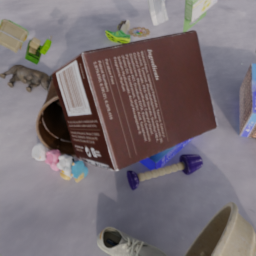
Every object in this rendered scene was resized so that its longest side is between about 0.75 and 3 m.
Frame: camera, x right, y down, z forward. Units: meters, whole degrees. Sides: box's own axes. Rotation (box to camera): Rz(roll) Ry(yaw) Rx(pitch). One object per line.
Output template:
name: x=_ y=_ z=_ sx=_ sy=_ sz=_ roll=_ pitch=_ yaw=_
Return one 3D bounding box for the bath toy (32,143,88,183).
bath toy: x=-2.046 y=0.987 z=8.268 sx=1.790 sy=0.778 sz=0.662 roll=22 pitch=14 yaw=26

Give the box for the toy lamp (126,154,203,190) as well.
toy lamp: x=1.090 y=1.227 z=8.046 sx=2.206 sy=0.642 sz=0.642 roll=-15 pitch=46 yaw=-14

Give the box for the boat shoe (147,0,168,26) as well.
boat shoe: x=1.141 y=-4.998 z=10.665 sx=0.794 sy=2.318 sz=0.835 roll=-15 pitch=48 yaw=5

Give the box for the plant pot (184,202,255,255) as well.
plant pot: x=2.119 y=3.202 z=4.823 sx=2.538 sy=2.772 sz=2.772 roll=36 pitch=54 yaw=17

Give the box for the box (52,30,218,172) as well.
box: x=0.090 y=-0.646 z=6.447 sx=2.747 sy=2.256 sz=2.279 roll=-19 pitch=9 yaw=-26

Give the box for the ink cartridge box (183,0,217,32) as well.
ink cartridge box: x=1.682 y=-2.767 z=6.523 sx=0.871 sy=1.197 sz=0.287 roll=-40 pitch=66 yaw=-10

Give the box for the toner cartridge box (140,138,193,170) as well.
toner cartridge box: x=1.206 y=0.346 z=9.011 sx=1.103 sy=0.501 sz=2.321 roll=33 pitch=53 yaw=29

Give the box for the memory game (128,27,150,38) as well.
memory game: x=0.607 y=-5.105 z=14.909 sx=1.177 sy=0.075 sz=1.177 roll=0 pitch=44 yaw=0

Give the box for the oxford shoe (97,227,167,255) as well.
oxford shoe: x=0.085 y=2.822 z=6.479 sx=1.794 sy=0.518 sz=0.675 roll=19 pitch=44 yaw=15

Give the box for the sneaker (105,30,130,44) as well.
sneaker: x=-0.508 y=-4.606 z=14.046 sx=1.360 sy=0.504 sz=0.568 roll=21 pitch=68 yaw=9

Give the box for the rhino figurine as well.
rhino figurine: x=-3.827 y=-1.969 z=11.255 sx=2.376 sy=0.711 sz=1.039 roll=16 pitch=46 yaw=13

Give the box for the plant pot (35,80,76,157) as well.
plant pot: x=-1.700 y=-0.649 z=8.998 sx=2.286 sy=2.286 sz=2.263 roll=-8 pitch=36 yaw=-8

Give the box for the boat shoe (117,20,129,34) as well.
boat shoe: x=-0.312 y=-5.283 z=14.772 sx=0.464 sy=0.560 sz=1.558 roll=6 pitch=40 yaw=13

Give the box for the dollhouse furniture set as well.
dollhouse furniture set: x=-2.052 y=-1.790 z=5.497 sx=0.957 sy=0.627 sz=0.480 roll=25 pitch=47 yaw=-32

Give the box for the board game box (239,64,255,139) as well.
board game box: x=5.267 y=-0.734 z=9.226 sx=2.765 sy=1.339 sz=2.204 roll=10 pitch=57 yaw=10
